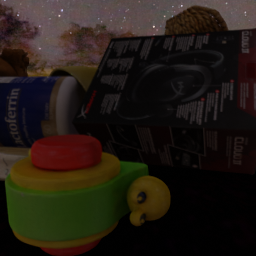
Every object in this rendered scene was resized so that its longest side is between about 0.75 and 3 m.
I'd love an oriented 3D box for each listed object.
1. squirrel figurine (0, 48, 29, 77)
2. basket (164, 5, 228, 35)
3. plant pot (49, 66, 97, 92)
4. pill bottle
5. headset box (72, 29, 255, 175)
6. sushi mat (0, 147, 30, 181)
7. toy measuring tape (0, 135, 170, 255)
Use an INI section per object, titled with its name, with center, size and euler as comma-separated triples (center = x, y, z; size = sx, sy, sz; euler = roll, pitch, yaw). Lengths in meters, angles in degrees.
[squirrel figurine]
center = -5.040, -2.437, 10.679
size = 2.387, 2.228, 1.689
euler = -7, -32, -44
[basket]
center = 1.517, -1.657, 5.442
size = 1.078, 1.446, 1.032
euler = -22, 40, 33
[plant pot]
center = -0.759, -0.638, 5.784
size = 1.529, 1.529, 1.086
euler = 9, 31, 45
[pill bottle]
center = -2.047, -0.272, 5.307
size = 2.375, 1.374, 1.374
euler = 1, 9, 9
[headset box]
center = 0.828, -0.486, 4.348
size = 2.720, 1.051, 2.025
euler = 3, 52, 18
[sushi mat]
center = -2.135, 0.494, 4.238
size = 2.797, 0.169, 1.338
euler = 2, 9, 12
[toy measuring tape]
center = -0.901, 0.463, 2.278
size = 2.470, 0.909, 0.909
euler = 3, 9, 20
